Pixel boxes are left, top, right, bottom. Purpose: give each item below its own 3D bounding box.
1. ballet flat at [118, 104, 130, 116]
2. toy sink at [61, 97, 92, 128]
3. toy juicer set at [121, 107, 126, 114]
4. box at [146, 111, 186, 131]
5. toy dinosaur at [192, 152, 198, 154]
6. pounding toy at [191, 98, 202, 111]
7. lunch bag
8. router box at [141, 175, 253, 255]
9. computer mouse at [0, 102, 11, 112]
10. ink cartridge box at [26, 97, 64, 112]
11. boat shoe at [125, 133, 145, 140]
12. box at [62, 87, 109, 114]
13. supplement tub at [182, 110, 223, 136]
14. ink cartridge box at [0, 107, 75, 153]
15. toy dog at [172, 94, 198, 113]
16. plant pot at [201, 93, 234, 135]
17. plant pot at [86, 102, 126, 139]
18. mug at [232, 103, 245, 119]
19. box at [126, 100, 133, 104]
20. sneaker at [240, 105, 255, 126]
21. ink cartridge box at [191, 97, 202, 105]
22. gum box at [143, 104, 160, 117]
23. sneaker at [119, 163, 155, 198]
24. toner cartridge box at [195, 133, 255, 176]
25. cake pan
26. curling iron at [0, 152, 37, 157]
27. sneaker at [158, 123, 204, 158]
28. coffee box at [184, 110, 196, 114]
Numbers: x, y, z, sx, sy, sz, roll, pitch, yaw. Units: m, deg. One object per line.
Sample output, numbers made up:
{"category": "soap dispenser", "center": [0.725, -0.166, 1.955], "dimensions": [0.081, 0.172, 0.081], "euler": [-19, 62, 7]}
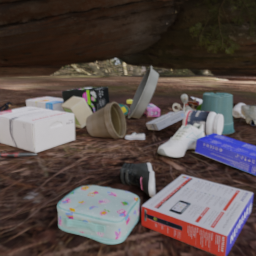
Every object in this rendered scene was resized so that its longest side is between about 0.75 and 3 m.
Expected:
{"category": "ballet flat", "center": [-0.584, -0.969, 15.223], "dimensions": [1.920, 0.664, 0.683], "euler": [10, -7, 34]}
{"category": "toy sink", "center": [-2.184, -0.545, 12.575], "dimensions": [0.830, 1.482, 0.966], "euler": [-42, 34, -24]}
{"category": "toy juicer set", "center": [-0.775, -0.531, 13.887], "dimensions": [1.418, 0.386, 0.902], "euler": [-21, 17, 20]}
{"category": "box", "center": [1.493, -0.293, 11.433], "dimensions": [1.239, 0.327, 1.589], "euler": [-25, 6, -10]}
{"category": "toy dinosaur", "center": [2.592, 0.713, 9.201], "dimensions": [1.024, 0.243, 0.451], "euler": [-22, 30, -31]}
{"category": "pounding toy", "center": [3.639, -0.618, 13.089], "dimensions": [1.553, 1.199, 0.721], "euler": [10, 45, -7]}
{"category": "lunch bag", "center": [-0.568, 1.571, 5.177], "dimensions": [1.405, 0.542, 1.127], "euler": [5, 18, 21]}
{"category": "router box", "center": [1.376, 1.561, 5.422], "dimensions": [1.578, 0.429, 1.758], "euler": [10, 18, 35]}
{"category": "computer mouse", "center": [-5.071, -0.255, 10.790], "dimensions": [0.306, 1.799, 0.527], "euler": [34, -12, 2]}
{"category": "ink cartridge box", "center": [-4.402, -1.118, 15.077], "dimensions": [2.574, 0.873, 1.482], "euler": [9, 17, 31]}
{"category": "boat shoe", "center": [0.258, 0.305, 10.723], "dimensions": [0.775, 0.259, 0.285], "euler": [1, 14, 2]}
{"category": "box", "center": [-2.078, -1.233, 14.045], "dimensions": [1.999, 1.485, 1.243], "euler": [1, 15, 22]}
{"category": "supplement tub", "center": [2.949, -0.170, 11.100], "dimensions": [1.410, 0.989, 0.989], "euler": [8, 16, 32]}
{"category": "ink cartridge box", "center": [-3.531, -0.025, 10.334], "dimensions": [2.610, 1.080, 1.912], "euler": [10, 18, 34]}
{"category": "toy dog", "center": [2.798, -0.760, 12.723], "dimensions": [1.455, 0.960, 0.701], "euler": [43, 2, -20]}
{"category": "plant pot", "center": [3.757, -0.669, 11.935], "dimensions": [1.595, 1.562, 1.595], "euler": [0, 13, 0]}
{"category": "plant pot", "center": [-0.911, -0.192, 10.893], "dimensions": [1.227, 1.414, 1.414], "euler": [-12, 9, 22]}
{"category": "mug", "center": [5.819, -0.796, 14.497], "dimensions": [0.856, 0.632, 0.750], "euler": [40, 48, 24]}
{"category": "box", "center": [0.371, -1.730, 18.768], "dimensions": [0.976, 0.245, 0.367], "euler": [7, 15, 27]}
{"category": "sneaker", "center": [5.687, -0.581, 12.990], "dimensions": [0.783, 0.915, 2.102], "euler": [12, 5, 4]}
{"category": "ink cartridge box", "center": [4.595, -1.537, 17.358], "dimensions": [1.401, 0.303, 1.376], "euler": [13, 15, -1]}
{"category": "gum box", "center": [1.172, -0.937, 15.111], "dimensions": [0.709, 0.413, 1.250], "euler": [-5, 20, -17]}
{"category": "sneaker", "center": [0.202, 1.231, 6.582], "dimensions": [0.806, 0.575, 1.626], "euler": [-3, 9, -2]}
{"category": "toner cartridge box", "center": [3.162, 0.748, 8.165], "dimensions": [1.028, 0.467, 2.163], "euler": [-12, 24, -43]}
{"category": "cake pan", "center": [0.777, -1.698, 14.155], "dimensions": [0.523, 2.852, 2.852], "euler": [23, 13, -7]}
{"category": "curling iron", "center": [-3.501, 0.830, 8.880], "dimensions": [1.186, 0.152, 0.294], "euler": [-1, 14, -4]}
{"category": "sneaker", "center": [1.758, 0.374, 9.224], "dimensions": [2.235, 0.896, 0.786], "euler": [-16, 23, -43]}
{"category": "coffee box", "center": [3.407, -0.774, 14.795], "dimensions": [0.862, 0.344, 0.487], "euler": [8, 17, 30]}
